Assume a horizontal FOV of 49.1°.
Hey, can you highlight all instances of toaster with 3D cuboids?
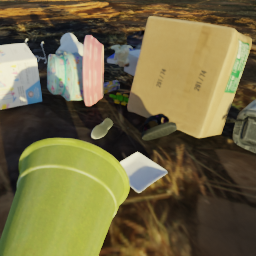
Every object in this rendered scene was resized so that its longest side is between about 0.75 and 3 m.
[{"bbox_3d":[3.707,-0.012,7.323,2.057,1.169,1.329,21,33,30],"label":"toaster"}]

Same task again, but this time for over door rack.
[{"bbox_3d":[-4.122,-3.376,12.487,0.809,1.095,0.365,12,54,3],"label":"over door rack"}]

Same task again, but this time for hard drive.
[{"bbox_3d":[-0.041,-3.665,14.311,1.325,0.255,2.008,12,33,19],"label":"hard drive"}]

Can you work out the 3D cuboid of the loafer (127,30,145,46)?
[{"bbox_3d":[1.032,-4.854,14.841,2.780,0.875,0.999,19,44,38],"label":"loafer"}]

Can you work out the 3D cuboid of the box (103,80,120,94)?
[{"bbox_3d":[-0.754,-1.522,10.497,0.852,0.299,0.274,-17,64,-15],"label":"box"}]

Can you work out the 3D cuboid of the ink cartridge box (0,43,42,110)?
[{"bbox_3d":[-4.505,-1.678,9.462,2.603,1.673,1.630,-16,40,-25],"label":"ink cartridge box"}]

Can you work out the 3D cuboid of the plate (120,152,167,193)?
[{"bbox_3d":[0.232,1.031,6.473,0.988,0.160,0.990,-27,45,-37],"label":"plate"}]

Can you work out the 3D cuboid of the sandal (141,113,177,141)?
[{"bbox_3d":[0.666,-0.019,6.872,0.799,0.508,2.124,-16,-6,0],"label":"sandal"}]

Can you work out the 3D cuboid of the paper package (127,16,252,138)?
[{"bbox_3d":[1.609,-1.422,7.844,2.673,2.804,1.451,24,19,33],"label":"paper package"}]

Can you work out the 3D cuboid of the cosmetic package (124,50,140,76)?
[{"bbox_3d":[1.037,-2.537,11.732,1.306,0.917,2.574,-16,35,-28],"label":"cosmetic package"}]

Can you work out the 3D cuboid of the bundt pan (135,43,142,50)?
[{"bbox_3d":[1.102,-3.697,13.730,1.698,0.637,1.698,8,35,-6],"label":"bundt pan"}]

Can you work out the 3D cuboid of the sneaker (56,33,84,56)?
[{"bbox_3d":[-3.127,-4.003,14.236,1.284,1.092,2.903,-25,39,-18],"label":"sneaker"}]

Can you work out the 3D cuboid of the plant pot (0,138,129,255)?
[{"bbox_3d":[-1.062,1.482,4.233,1.972,1.972,1.873,4,39,6],"label":"plant pot"}]

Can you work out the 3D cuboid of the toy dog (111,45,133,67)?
[{"bbox_3d":[-0.221,-2.891,11.363,0.872,0.900,0.628,-28,49,-15],"label":"toy dog"}]

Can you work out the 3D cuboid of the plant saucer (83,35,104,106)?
[{"bbox_3d":[-1.099,-1.846,9.167,0.573,2.262,2.262,0,31,-4],"label":"plant saucer"}]

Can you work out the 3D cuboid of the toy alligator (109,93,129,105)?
[{"bbox_3d":[-0.098,-0.956,9.737,1.165,0.345,0.316,13,-9,-12],"label":"toy alligator"}]

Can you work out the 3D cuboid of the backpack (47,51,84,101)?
[{"bbox_3d":[-2.010,-1.768,9.658,1.380,1.628,1.833,-7,28,-34],"label":"backpack"}]

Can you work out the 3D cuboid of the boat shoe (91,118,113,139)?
[{"bbox_3d":[-0.778,0.055,8.063,0.346,0.301,0.940,43,41,-5],"label":"boat shoe"}]
